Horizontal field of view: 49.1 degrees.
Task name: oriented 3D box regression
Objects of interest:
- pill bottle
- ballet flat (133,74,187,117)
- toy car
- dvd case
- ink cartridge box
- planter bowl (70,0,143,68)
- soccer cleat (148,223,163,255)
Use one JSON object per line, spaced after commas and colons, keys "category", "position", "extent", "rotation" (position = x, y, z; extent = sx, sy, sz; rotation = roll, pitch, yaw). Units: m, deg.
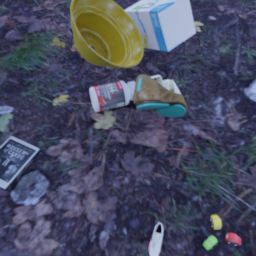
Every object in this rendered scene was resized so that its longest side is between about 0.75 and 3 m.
{"category": "pill bottle", "position": [-0.587, -1.384, 11.859], "extent": [1.936, 1.072, 1.072], "rotation": [-15, 51, -12]}
{"category": "ballet flat", "position": [0.973, -0.947, 8.064], "extent": [0.982, 2.896, 1.048], "rotation": [-9, 82, 31]}
{"category": "toy car", "position": [2.697, 3.264, 8.426], "extent": [1.069, 0.253, 1.136], "rotation": [-30, 55, -23]}
{"category": "dvd case", "position": [-4.327, 1.242, 10.173], "extent": [1.418, 0.233, 1.886], "rotation": [21, 53, 16]}
{"category": "ink cartridge box", "position": [1.211, -4.225, 11.208], "extent": [1.616, 1.608, 2.203], "rotation": [-38, 37, -20]}
{"category": "planter bowl", "position": [-0.954, -3.083, 9.752], "extent": [2.952, 1.230, 2.952], "rotation": [20, 56, -32]}
{"category": "soccer cleat", "position": [0.834, 3.307, 8.268], "extent": [0.355, 0.441, 1.034], "rotation": [13, 50, 11]}
